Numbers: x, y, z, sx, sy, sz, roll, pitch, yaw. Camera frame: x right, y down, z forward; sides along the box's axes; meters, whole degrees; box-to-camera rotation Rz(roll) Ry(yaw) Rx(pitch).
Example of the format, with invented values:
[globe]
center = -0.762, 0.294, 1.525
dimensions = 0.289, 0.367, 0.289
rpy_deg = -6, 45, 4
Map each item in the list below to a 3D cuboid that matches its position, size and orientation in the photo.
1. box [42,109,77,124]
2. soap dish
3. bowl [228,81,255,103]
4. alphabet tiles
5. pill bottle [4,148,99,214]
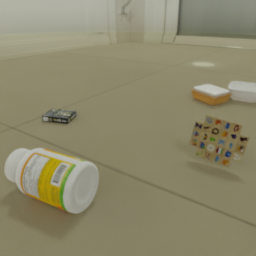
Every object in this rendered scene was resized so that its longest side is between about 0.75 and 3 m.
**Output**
[box]
center = -3.162, -0.562, 12.933
dimensions = 1.270, 0.312, 1.024
rpy_deg = 6, 27, 12
[soap dish]
center = 4.450, -1.792, 15.126
dimensions = 1.330, 0.686, 1.690
rpy_deg = -15, 29, -29
[bowl]
center = 6.511, -1.956, 15.448
dimensions = 1.927, 0.719, 1.924
rpy_deg = 10, 27, 23
[alphabet tiles]
center = 2.921, 0.431, 9.138
dimensions = 1.770, 1.473, 0.056
rpy_deg = 20, 19, 28
[pill bottle]
center = -2.150, 1.317, 7.669
dimensions = 2.426, 1.347, 1.347
rpy_deg = 12, 28, 26
